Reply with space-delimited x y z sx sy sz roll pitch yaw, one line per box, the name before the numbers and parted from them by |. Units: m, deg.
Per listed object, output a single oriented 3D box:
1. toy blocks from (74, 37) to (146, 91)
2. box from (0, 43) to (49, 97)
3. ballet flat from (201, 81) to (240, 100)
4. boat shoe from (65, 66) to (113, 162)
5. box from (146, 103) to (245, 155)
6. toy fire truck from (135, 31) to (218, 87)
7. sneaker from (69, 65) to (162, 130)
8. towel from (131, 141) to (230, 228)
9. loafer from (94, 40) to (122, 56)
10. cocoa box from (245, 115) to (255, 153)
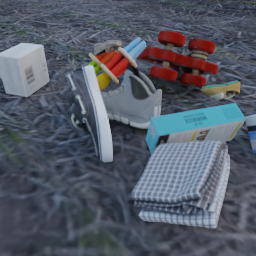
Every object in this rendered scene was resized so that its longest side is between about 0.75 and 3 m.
toy blocks | -0.587 -2.246 9.469 2.341 0.850 1.951 -43 41 3
box | -3.595 -2.038 9.729 0.928 1.412 1.420 12 37 16
ballet flat | 2.815 -1.084 8.320 1.557 0.491 0.534 -13 7 -30
boat shoe | -1.047 -0.357 7.094 0.929 0.983 2.741 -14 69 -7
box | 1.647 0.040 7.001 2.282 0.939 0.561 -10 56 -13
toy fire truck | 1.696 -2.412 10.087 2.692 1.510 2.261 9 10 -16
sneaker | -0.329 -1.047 8.007 2.825 1.631 1.060 13 24 14
towel | 1.059 0.964 5.498 1.536 0.794 1.855 -5 30 33
loafer | -0.685 -2.640 9.359 0.456 0.399 1.269 10 -2 -43
cocoa box | 3.880 0.003 6.920 1.470 0.965 0.980 -12 -2 -17
